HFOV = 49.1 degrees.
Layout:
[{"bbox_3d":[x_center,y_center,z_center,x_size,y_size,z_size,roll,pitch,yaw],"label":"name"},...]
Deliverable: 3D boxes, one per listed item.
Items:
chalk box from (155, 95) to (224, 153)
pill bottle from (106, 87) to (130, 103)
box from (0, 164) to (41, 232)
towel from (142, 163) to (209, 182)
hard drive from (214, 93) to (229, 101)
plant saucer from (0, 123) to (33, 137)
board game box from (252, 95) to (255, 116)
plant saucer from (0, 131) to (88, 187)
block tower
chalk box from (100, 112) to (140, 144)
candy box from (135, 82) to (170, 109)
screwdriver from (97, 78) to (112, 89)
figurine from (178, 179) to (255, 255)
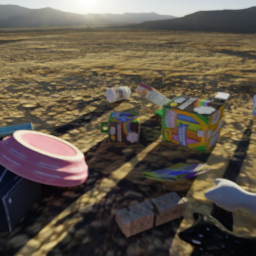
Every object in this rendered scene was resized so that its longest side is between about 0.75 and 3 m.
[{"bbox_3d":[2.169,-0.280,10.544,2.337,1.448,1.459,17,32,35],"label":"chalk box"},{"bbox_3d":[-0.500,-1.754,14.541,0.723,0.723,1.242,21,27,38],"label":"pill bottle"},{"bbox_3d":[-3.426,1.586,7.015,1.948,1.016,1.442,7,25,13],"label":"box"},{"bbox_3d":[1.375,1.238,7.972,1.706,0.194,1.225,-6,2,-41],"label":"towel"},{"bbox_3d":[5.099,-1.710,15.204,0.594,0.120,0.901,13,27,26],"label":"hard drive"},{"bbox_3d":[-4.798,0.131,11.184,1.888,0.179,0.660,-11,28,-21],"label":"plant saucer"},{"bbox_3d":[5.642,-0.988,12.297,0.192,0.883,0.887,7,7,14],"label":"board game box"},{"bbox_3d":[-2.299,0.748,7.860,2.616,0.663,2.616,22,7,-3],"label":"plant saucer"},{"bbox_3d":[0.566,2.040,6.711,1.717,0.464,0.496,-10,28,-23],"label":"block tower"},{"bbox_3d":[-0.309,-0.022,10.602,1.475,0.921,0.914,3,26,4],"label":"chalk box"},{"bbox_3d":[1.373,-1.260,12.565,1.955,0.541,1.128,27,8,-33],"label":"candy box"},{"bbox_3d":[-1.269,-2.431,16.048,1.531,0.223,0.214,35,26,19],"label":"screwdriver"},{"bbox_3d":[2.717,2.051,6.133,2.516,1.110,2.579,11,26,31],"label":"figurine"}]
